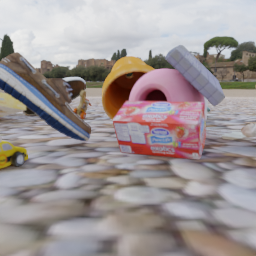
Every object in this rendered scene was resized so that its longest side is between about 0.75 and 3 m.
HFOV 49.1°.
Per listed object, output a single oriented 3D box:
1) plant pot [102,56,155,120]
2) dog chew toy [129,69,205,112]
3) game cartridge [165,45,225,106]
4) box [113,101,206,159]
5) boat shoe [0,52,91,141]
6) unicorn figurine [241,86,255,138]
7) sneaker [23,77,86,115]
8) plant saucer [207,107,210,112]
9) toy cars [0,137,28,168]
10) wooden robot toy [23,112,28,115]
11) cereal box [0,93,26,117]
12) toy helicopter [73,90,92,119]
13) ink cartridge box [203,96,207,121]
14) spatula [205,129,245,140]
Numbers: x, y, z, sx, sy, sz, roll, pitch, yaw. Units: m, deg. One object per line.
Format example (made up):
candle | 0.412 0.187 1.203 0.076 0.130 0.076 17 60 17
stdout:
plant pot | 0.118 -1.169 7.726 1.691 1.691 1.548 -1 38 -6
dog chew toy | 0.999 -0.462 6.040 1.440 1.440 2.313 4 4 30
game cartridge | 1.254 -1.066 5.287 1.173 0.347 1.810 40 23 -1
box | 0.512 0.005 4.416 1.325 0.661 0.633 3 37 24
boat shoe | -1.341 -0.537 4.871 1.972 0.714 0.713 41 -23 -21
unicorn figurine | 2.817 -0.476 4.793 1.079 2.922 2.007 7 -22 -1
sneaker | -2.946 -1.506 10.957 2.636 0.960 1.116 -20 43 3
plant saucer | 2.599 -0.722 11.098 1.272 0.174 1.272 -2 -5 0
toy cars | -2.291 0.338 3.370 2.112 0.468 0.947 -4 8 -28
wooden robot toy | -4.121 -0.948 11.639 2.271 1.001 1.031 2 19 17
cereal box | -4.462 -0.750 8.853 1.679 0.461 2.334 9 -9 -40
toy helicopter | -1.580 -0.900 9.947 0.428 1.086 0.718 27 47 15
ink cartridge box | 1.533 -1.032 9.462 2.153 1.559 0.904 8 11 44
spatula | 2.074 0.120 6.311 1.196 0.096 0.832 8 14 41
